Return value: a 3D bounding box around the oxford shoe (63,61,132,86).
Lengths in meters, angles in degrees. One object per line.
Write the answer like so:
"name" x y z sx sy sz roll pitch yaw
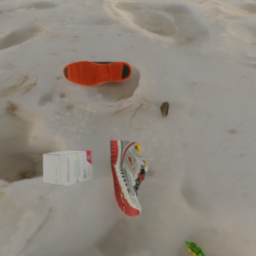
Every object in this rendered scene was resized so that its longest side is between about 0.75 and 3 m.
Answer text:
"oxford shoe" -1.320 -2.430 12.349 2.997 1.067 1.087 1 17 1

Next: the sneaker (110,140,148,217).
"sneaker" 0.090 1.261 7.959 1.086 1.029 2.643 -4 42 -6

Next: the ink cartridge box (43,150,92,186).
"ink cartridge box" -1.633 1.053 7.608 0.809 0.813 1.118 -1 0 29

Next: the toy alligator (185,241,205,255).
"toy alligator" 1.679 2.951 6.664 0.230 0.211 0.776 -31 50 -30

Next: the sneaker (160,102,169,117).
"sneaker" 1.366 -0.691 10.778 0.321 0.299 0.850 -7 36 24
